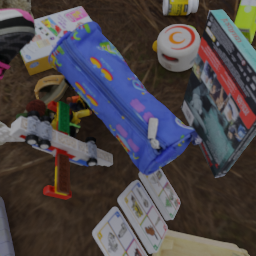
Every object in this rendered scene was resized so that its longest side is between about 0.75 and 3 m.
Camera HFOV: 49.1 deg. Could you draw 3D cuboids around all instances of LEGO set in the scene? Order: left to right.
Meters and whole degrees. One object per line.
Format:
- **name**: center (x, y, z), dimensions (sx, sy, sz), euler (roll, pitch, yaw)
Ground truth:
- **LEGO set**: center (-0.434, 0.503, 4.096), dimensions (2.910, 0.714, 2.174), euler (58, 29, -3)

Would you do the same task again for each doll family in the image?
- **doll family**: center (-1.096, -0.431, 6.829), dimensions (2.964, 1.713, 1.163), euler (-26, 84, -14)

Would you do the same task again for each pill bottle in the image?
- **pill bottle**: center (1.906, -4.490, 10.264), dimensions (1.190, 0.669, 0.669), euler (-1, 56, -1)

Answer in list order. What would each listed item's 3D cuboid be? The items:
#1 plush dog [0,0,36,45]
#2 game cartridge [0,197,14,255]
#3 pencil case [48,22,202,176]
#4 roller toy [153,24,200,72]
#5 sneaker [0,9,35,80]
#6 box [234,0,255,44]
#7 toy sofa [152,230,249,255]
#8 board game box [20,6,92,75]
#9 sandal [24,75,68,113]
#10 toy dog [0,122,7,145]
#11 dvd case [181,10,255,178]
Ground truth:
- **plush dog**: center (-2.696, -2.599, 5.736), dimensions (1.825, 1.954, 2.275), euler (-27, 47, 8)
- **game cartridge**: center (-3.705, 2.583, 5.664), dimensions (2.555, 0.490, 1.656), euler (-20, 54, -13)
- **pencil case**: center (-0.102, -0.387, 3.634), dimensions (0.855, 0.952, 2.192), euler (-42, 80, 6)
- **roller toy**: center (1.535, -2.443, 8.705), dimensions (1.389, 0.970, 1.267), euler (-14, 62, 1)
- **sneaker**: center (-1.924, -0.486, 3.511), dimensions (2.264, 0.835, 0.990), euler (-40, 93, 1)
- **box**: center (2.221, -2.273, 4.968), dimensions (0.316, 0.809, 1.328), euler (18, 95, 25)
- **toy sofa**: center (1.395, 2.617, 5.538), dimensions (1.812, 0.884, 0.750), euler (10, 82, 7)
- **board game box**: center (-2.347, -2.975, 9.324), dimensions (2.614, 0.527, 2.000), euler (-23, 59, -15)
- **sandal**: center (-2.109, -1.205, 7.815), dimensions (0.994, 0.668, 2.475), euler (-11, 37, 47)
- **toy dog**: center (-3.028, 0.101, 4.845), dimensions (1.863, 0.898, 1.229), euler (35, 71, -25)
- **dvd case**: center (1.167, -0.331, 3.629), dimensions (0.203, 1.842, 1.344), euler (-12, 57, -11)
